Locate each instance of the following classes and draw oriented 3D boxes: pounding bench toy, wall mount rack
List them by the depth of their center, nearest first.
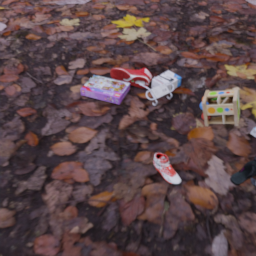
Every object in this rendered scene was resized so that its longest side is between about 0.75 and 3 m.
[{"bbox_3d":[2.972,-0.789,9.012,1.110,0.884,1.423,-1,33,27],"label":"pounding bench toy"},{"bbox_3d":[1.267,-1.748,12.764,1.512,0.564,1.314,-25,78,-23],"label":"wall mount rack"}]

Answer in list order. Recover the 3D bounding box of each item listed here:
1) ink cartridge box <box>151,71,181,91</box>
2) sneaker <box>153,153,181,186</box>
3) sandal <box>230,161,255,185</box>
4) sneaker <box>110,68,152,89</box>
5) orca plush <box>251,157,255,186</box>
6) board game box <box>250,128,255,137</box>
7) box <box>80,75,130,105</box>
[{"bbox_3d":[1.838,-2.184,13.496,1.191,0.502,0.861,-33,53,-29],"label":"ink cartridge box"},{"bbox_3d":[1.349,1.403,9.725,0.425,0.682,1.273,-29,52,-27],"label":"sneaker"},{"bbox_3d":[4.162,1.543,9.834,1.356,0.325,0.510,-30,52,-26],"label":"sandal"},{"bbox_3d":[0.211,-2.588,13.895,2.033,0.797,1.174,23,36,12],"label":"sneaker"},{"bbox_3d":[4.739,1.710,9.694,0.888,0.600,1.687,-40,27,23],"label":"orca plush"},{"bbox_3d":[5.371,0.480,10.480,1.463,0.250,0.984,38,25,25],"label":"board game box"},{"bbox_3d":[-1.058,-1.823,13.187,1.962,0.384,1.342,15,43,15],"label":"box"}]
